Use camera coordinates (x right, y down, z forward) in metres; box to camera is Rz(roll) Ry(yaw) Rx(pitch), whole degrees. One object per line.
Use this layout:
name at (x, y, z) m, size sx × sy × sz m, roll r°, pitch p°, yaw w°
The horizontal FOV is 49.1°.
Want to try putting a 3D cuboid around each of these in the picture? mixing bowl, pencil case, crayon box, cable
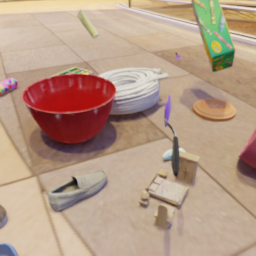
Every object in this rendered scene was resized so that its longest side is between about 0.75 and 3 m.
mixing bowl at (-1.850, -0.541, 9.399) m, size 2.985 × 1.617 × 2.985 m, roll 0°, pitch 33°, yaw 0°
pencil case at (-5.510, -1.831, 12.504) m, size 0.543 × 0.543 × 1.229 m, roll 12°, pitch 33°, yaw 18°
crayon box at (3.108, -3.712, 10.423) m, size 0.834 × 2.863 × 1.700 m, roll -17°, pitch -10°, yaw 15°
cable at (-0.192, -1.574, 11.411) m, size 2.997 × 1.038 × 2.997 m, roll 19°, pitch 40°, yaw 39°

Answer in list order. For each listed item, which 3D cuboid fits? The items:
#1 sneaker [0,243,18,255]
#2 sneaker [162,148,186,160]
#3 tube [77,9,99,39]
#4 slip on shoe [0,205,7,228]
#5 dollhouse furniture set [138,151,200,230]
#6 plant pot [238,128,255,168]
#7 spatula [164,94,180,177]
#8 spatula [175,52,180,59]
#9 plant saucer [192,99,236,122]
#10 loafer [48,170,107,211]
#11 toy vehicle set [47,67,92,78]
sneaker at (-2.377, 2.738, 5.002) m, size 0.649 × 0.721 × 1.754 m, roll -8°, pitch 31°, yaw -9°
sneaker at (1.422, 0.829, 8.451) m, size 0.808 × 0.299 × 0.331 m, roll -16°, pitch 31°, yaw -23°
tube at (-1.638, -4.165, 11.302) m, size 0.346 × 1.194 × 0.310 m, roll -36°, pitch 2°, yaw 13°
slip on shoe at (-3.739, 1.784, 6.631) m, size 1.976 × 0.599 × 0.751 m, roll 16°, pitch 35°, yaw 23°
dollhouse furniture set at (0.970, 1.415, 6.999) m, size 0.991 × 0.846 × 1.911 m, roll 17°, pitch 36°, yaw 25°
plant pot at (4.479, 0.425, 7.580) m, size 1.986 × 2.219 × 2.219 m, roll 33°, pitch 42°, yaw 18°
spatula at (0.861, 0.100, 5.555) m, size 0.210 × 0.578 × 2.047 m, roll -6°, pitch 44°, yaw 5°
spatula at (2.987, -4.423, 17.043) m, size 0.288 × 0.105 × 1.020 m, roll 0°, pitch 32°, yaw 0°
plant saucer at (3.395, -0.767, 11.045) m, size 1.657 × 0.267 × 1.657 m, roll 0°, pitch 33°, yaw 0°
loafer at (-1.237, 1.478, 7.133) m, size 1.683 × 0.587 × 0.589 m, roll -27°, pitch 41°, yaw -36°
toy vehicle set at (-2.881, -2.469, 13.762) m, size 1.255 × 0.268 × 2.019 m, roll 21°, pitch 38°, yaw 30°
